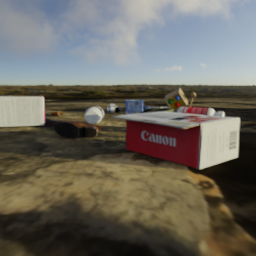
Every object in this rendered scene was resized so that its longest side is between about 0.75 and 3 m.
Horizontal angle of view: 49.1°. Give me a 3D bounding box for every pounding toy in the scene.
[{"bbox_3d":[3.478,-1.697,17.897,1.748,1.536,0.800,-27,17,29],"label":"pounding toy"}]

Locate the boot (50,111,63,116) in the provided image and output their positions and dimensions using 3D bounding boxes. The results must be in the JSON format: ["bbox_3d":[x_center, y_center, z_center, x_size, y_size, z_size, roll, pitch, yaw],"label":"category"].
[{"bbox_3d":[-4.286,-0.859,16.568,0.651,0.321,0.838,1,8,5],"label":"boot"}]

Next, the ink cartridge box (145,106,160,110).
[{"bbox_3d":[1.716,-1.051,17.144,0.723,0.426,1.256,5,3,-42],"label":"ink cartridge box"}]

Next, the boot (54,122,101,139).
[{"bbox_3d":[-1.784,-0.021,10.147,1.521,0.553,1.616,-1,8,-3],"label":"boot"}]

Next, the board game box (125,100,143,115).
[{"bbox_3d":[0.333,-1.040,15.513,0.977,0.982,0.213,3,11,19],"label":"board game box"}]

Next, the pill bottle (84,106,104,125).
[{"bbox_3d":[-1.585,-0.574,12.968,0.789,0.789,1.422,0,8,1],"label":"pill bottle"}]

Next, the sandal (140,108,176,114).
[{"bbox_3d":[0.870,-0.149,10.569,1.125,0.808,2.832,4,25,36],"label":"sandal"}]

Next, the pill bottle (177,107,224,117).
[{"bbox_3d":[2.741,-0.300,10.662,1.670,0.938,0.938,4,9,25],"label":"pill bottle"}]

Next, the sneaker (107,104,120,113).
[{"bbox_3d":[-0.899,-1.232,18.651,0.789,0.552,1.366,5,16,6],"label":"sneaker"}]

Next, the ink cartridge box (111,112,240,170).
[{"bbox_3d":[1.078,0.208,6.916,2.120,1.013,2.415,-7,11,-39],"label":"ink cartridge box"}]

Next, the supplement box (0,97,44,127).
[{"bbox_3d":[-5.039,-0.747,12.373,2.568,1.327,1.299,-3,7,-14],"label":"supplement box"}]
